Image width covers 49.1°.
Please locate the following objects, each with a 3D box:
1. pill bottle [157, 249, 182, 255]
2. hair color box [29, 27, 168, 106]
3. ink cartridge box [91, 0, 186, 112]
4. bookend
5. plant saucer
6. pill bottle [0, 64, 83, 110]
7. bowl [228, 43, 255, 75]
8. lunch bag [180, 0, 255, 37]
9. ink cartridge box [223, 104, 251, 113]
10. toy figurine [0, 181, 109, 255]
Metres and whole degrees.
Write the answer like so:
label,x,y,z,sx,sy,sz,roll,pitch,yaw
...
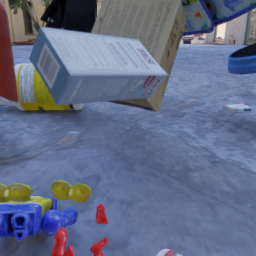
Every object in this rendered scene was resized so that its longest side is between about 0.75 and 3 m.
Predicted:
label,x,y,z,sx,sy,sz,roll,pitch,yaw
pill bottle,0.784,1.742,2.725,1.194,0.680,0.680,12,24,31
hair color box,-0.257,-0.636,2.957,1.313,0.398,0.650,-11,58,-44
ink cartridge box,0.036,-1.234,4.597,1.391,1.689,0.634,14,-10,25
bookend,-1.956,-2.963,8.702,0.983,2.120,2.133,14,-23,-36
plant saucer,-3.322,-2.220,6.164,0.497,2.706,2.711,-26,68,-29
pill bottle,-3.116,-1.455,10.008,2.929,1.647,1.647,0,20,0
bowl,3.842,-2.041,7.574,2.248,0.441,2.248,-18,18,6
lunch bag,1.246,-2.464,4.524,1.783,1.516,1.136,-15,37,40
ink cartridge box,3.975,-0.761,10.291,0.741,0.163,0.755,-5,22,-11
toy figurine,-1.636,1.411,3.712,2.679,1.413,1.605,0,-8,-7
